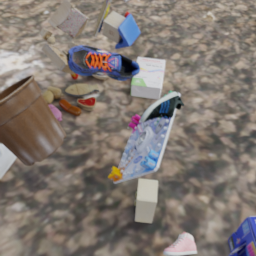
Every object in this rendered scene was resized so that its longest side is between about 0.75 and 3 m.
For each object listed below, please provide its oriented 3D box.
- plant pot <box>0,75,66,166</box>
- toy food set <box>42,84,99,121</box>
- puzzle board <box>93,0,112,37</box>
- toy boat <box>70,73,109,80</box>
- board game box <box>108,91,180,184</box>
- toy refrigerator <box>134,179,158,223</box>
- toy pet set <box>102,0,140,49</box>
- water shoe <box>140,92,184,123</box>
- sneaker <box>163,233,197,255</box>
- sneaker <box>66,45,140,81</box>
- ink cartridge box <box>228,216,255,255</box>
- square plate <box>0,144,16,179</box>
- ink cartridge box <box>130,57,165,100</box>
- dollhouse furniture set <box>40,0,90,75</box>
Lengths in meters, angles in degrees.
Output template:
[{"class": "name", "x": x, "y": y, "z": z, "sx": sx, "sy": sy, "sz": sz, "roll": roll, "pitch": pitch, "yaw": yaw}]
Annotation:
[{"class": "plant pot", "x": -3.072, "y": -0.143, "z": 8.356, "sx": 2.105, "sy": 2.084, "sz": 2.105, "roll": -26, "pitch": 26, "yaw": 14}, {"class": "toy food set", "x": -2.649, "y": -1.045, "z": 11.930, "sx": 2.938, "sy": 0.463, "sz": 1.868, "roll": -3, "pitch": 54, "yaw": -12}, {"class": "puzzle board", "x": -0.841, "y": -4.906, "z": 11.115, "sx": 0.216, "sy": 1.868, "sz": 2.479, "roll": 20, "pitch": 38, "yaw": -16}, {"class": "toy boat", "x": -1.701, "y": -2.895, "z": 12.889, "sx": 2.126, "sy": 0.988, "sz": 1.787, "roll": -19, "pitch": 57, "yaw": -14}, {"class": "board game box", "x": 0.407, "y": 0.314, "z": 8.304, "sx": 0.321, "sy": 2.480, "sz": 2.480, "roll": 30, "pitch": 61, "yaw": -17}, {"class": "toy refrigerator", "x": 0.510, "y": 2.286, "z": 8.614, "sx": 0.633, "sy": 1.810, "sz": 0.687, "roll": 5, "pitch": 54, "yaw": 4}, {"class": "toy pet set", "x": 0.115, "y": -4.239, "z": 10.666, "sx": 1.258, "sy": 2.369, "sz": 2.212, "roll": 31, "pitch": 66, "yaw": 5}, {"class": "water shoe", "x": 0.790, "y": -0.387, "z": 6.177, "sx": 1.184, "sy": 0.423, "sz": 0.467, "roll": -35, "pitch": 81, "yaw": -27}, {"class": "sneaker", "x": 1.295, "y": 2.957, "z": 7.126, "sx": 1.025, "sy": 0.386, "sz": 0.536, "roll": 11, "pitch": 64, "yaw": -31}, {"class": "sneaker", "x": -0.705, "y": -2.108, "z": 8.964, "sx": 2.642, "sy": 0.995, "sz": 1.036, "roll": -1, "pitch": 4, "yaw": -37}, {"class": "ink cartridge box", "x": 4.112, "y": 3.274, "z": 7.787, "sx": 2.898, "sy": 1.977, "sz": 1.106, "roll": 0, "pitch": 51, "yaw": 0}, {"class": "square plate", "x": -5.836, "y": 1.337, "z": 9.829, "sx": 2.906, "sy": 0.417, "sz": 2.933, "roll": 15, "pitch": 46, "yaw": 7}, {"class": "ink cartridge box", "x": 0.941, "y": -2.432, "z": 12.684, "sx": 1.332, "sy": 0.766, "sz": 2.275, "roll": 8, "pitch": 54, "yaw": 6}, {"class": "dollhouse furniture set", "x": -1.708, "y": -3.188, "z": 9.808, "sx": 2.428, "sy": 2.071, "sz": 1.186, "roll": -46, "pitch": 76, "yaw": 14}]
